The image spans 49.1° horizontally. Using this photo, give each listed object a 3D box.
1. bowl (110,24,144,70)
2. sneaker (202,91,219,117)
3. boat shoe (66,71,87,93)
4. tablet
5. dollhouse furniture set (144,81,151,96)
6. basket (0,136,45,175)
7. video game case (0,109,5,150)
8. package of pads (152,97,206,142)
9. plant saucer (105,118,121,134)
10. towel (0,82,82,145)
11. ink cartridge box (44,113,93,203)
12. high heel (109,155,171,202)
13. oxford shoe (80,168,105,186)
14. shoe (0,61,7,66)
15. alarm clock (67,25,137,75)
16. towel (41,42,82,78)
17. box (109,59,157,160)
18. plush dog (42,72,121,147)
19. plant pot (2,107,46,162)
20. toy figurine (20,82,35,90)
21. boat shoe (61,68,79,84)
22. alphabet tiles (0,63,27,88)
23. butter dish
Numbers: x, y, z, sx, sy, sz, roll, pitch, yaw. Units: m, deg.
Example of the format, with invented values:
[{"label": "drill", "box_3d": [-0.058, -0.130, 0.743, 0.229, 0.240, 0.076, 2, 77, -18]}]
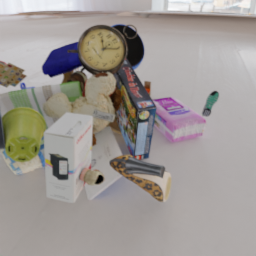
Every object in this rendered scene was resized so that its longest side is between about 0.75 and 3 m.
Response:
[{"label": "bowl", "box_3d": [-0.180, -3.081, 10.733, 1.878, 1.878, 0.369, -20, 1, -31]}, {"label": "sneaker", "box_3d": [2.669, -0.803, 9.270, 0.340, 0.914, 0.400, 27, 0, -3]}, {"label": "boat shoe", "box_3d": [-1.791, -0.833, 9.977, 0.829, 2.246, 0.831, 1, 28, 21]}, {"label": "tablet", "box_3d": [-0.824, 0.924, 8.075, 1.380, 0.145, 2.120, -39, 36, 9]}, {"label": "dollhouse furniture set", "box_3d": [-0.071, -1.695, 12.691, 2.068, 1.077, 2.091, 10, 31, 17]}, {"label": "basket", "box_3d": [-2.689, 0.521, 8.118, 1.802, 1.254, 1.589, -27, -7, -24]}, {"label": "video game case", "box_3d": [-3.321, -0.230, 6.869, 0.195, 1.468, 2.055, -7, 1, -30]}, {"label": "package of pads", "box_3d": [1.707, -0.375, 10.563, 1.375, 0.863, 2.282, -9, 30, -21]}, {"label": "plant saucer", "box_3d": [-0.420, -0.641, 10.531, 2.505, 0.444, 2.505, 24, 41, -23]}, {"label": "towel", "box_3d": [-2.716, -0.270, 8.704, 2.895, 2.160, 0.444, -11, 42, -2]}, {"label": "ink cartridge box", "box_3d": [-1.174, 0.561, 5.674, 0.612, 1.478, 1.077, 9, 25, 9]}, {"label": "high heel", "box_3d": [0.329, 1.218, 6.709, 1.290, 1.810, 0.646, 9, 58, 22]}, {"label": "oxford shoe", "box_3d": [-0.661, 1.089, 5.877, 0.378, 0.363, 1.024, 20, -6, 18]}, {"label": "shoe", "box_3d": [-4.149, -1.794, 8.498, 1.377, 0.492, 0.626, 3, -8, 8]}, {"label": "alarm clock", "box_3d": [-0.580, -2.302, 8.079, 2.047, 1.381, 0.682, -37, 0, -7]}, {"label": "towel", "box_3d": [-1.785, -2.472, 9.676, 2.190, 0.543, 1.617, -11, 39, 15]}, {"label": "box", "box_3d": [0.024, -0.708, 9.095, 0.563, 2.039, 2.986, -10, 43, -14]}, {"label": "plush dog", "box_3d": [-0.990, -0.388, 7.921, 2.150, 1.725, 1.846, -25, -3, 11]}, {"label": "plant pot", "box_3d": [-2.493, 0.231, 6.621, 1.113, 1.113, 1.023, -8, 32, -14]}, {"label": "toy figurine", "box_3d": [-4.114, -0.864, 10.619, 1.468, 1.667, 2.783, 6, 29, 10]}, {"label": "boat shoe", "box_3d": [-2.197, -1.778, 11.037, 0.697, 0.682, 1.968, -9, 66, 29]}, {"label": "alphabet tiles", "box_3d": [-3.359, -1.451, 7.808, 0.804, 0.966, 0.031, 25, 46, -44]}, {"label": "butter dish", "box_3d": [-0.987, -1.373, 8.929, 1.048, 0.774, 1.045, -7, -8, -16]}]
